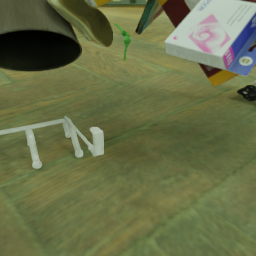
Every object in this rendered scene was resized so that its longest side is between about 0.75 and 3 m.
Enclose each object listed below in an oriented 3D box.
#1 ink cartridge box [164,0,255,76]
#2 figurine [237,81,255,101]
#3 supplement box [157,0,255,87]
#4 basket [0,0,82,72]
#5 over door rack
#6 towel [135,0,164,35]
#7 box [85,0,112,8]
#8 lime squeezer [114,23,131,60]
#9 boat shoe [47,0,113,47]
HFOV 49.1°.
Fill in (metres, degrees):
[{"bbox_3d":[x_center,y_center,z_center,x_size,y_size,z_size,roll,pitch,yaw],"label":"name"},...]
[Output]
[{"bbox_3d":[1.662,-1.685,4.883,1.516,0.328,1.488,25,65,31],"label":"ink cartridge box"},{"bbox_3d":[4.630,-1.179,8.888,1.728,0.744,1.686,-25,34,-37],"label":"figurine"},{"bbox_3d":[2.496,-2.776,6.561,2.464,2.498,1.659,-39,7,-38],"label":"supplement box"},{"bbox_3d":[-2.299,-2.671,6.094,2.149,2.383,1.621,-7,-15,-43],"label":"basket"},{"bbox_3d":[-1.846,0.467,5.561,2.054,0.926,2.780,-13,12,-22],"label":"over door rack"},{"bbox_3d":[1.161,-4.034,8.130,0.287,2.643,1.938,41,68,1],"label":"towel"},{"bbox_3d":[-0.032,-3.712,6.533,1.780,0.620,2.990,-9,36,35],"label":"box"},{"bbox_3d":[-0.112,-2.573,8.013,0.223,1.182,0.417,-11,-11,-26],"label":"lime squeezer"},{"bbox_3d":[-0.935,-2.249,5.842,0.505,0.586,1.605,10,-11,40],"label":"boat shoe"}]
